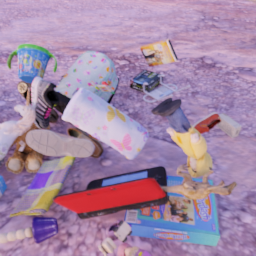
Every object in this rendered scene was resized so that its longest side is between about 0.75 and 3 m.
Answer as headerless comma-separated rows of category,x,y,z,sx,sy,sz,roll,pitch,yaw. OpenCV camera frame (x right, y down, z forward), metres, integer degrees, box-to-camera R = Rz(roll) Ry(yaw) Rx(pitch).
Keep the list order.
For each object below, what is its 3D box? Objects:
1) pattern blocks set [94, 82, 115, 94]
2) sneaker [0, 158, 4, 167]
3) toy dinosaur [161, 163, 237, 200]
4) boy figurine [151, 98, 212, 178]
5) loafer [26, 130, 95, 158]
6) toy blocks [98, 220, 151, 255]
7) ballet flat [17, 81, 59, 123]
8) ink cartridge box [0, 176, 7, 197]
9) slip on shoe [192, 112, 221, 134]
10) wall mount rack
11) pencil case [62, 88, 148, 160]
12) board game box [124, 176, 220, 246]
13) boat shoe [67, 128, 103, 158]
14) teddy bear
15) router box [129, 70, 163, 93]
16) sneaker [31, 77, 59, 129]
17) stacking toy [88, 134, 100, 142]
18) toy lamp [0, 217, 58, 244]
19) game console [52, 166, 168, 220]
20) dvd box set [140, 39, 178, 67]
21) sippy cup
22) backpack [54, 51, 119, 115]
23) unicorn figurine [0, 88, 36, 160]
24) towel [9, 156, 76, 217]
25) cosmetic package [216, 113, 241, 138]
pattern blocks set,-0.745,-1.244,8.833,0.690,0.785,0.064,2,72,36
sneaker,-5.592,1.449,9.416,1.074,0.979,2.619,18,31,38
toy dinosaur,1.533,1.494,6.995,2.326,1.176,0.677,-2,48,15
boy figurine,1.491,0.308,7.396,0.745,2.313,1.438,-36,21,-12
loafer,-2.011,0.505,8.476,2.037,0.732,0.640,10,0,1
toy blocks,-0.429,3.318,6.460,1.725,1.846,1.554,-45,14,-32
ballet flat,-3.837,-1.082,11.796,2.285,0.770,0.530,49,16,-3
ink cartridge box,-4.638,2.230,8.512,1.015,0.593,1.749,5,39,7
slip on shoe,2.812,-0.018,10.397,1.432,0.530,0.438,-36,43,6
wall mount rack,1.807,-1.828,13.471,2.154,0.803,1.872,-30,47,-31
pencil case,-0.681,-0.075,8.545,2.659,1.206,1.105,32,39,-14
board game box,1.269,2.332,8.380,2.600,0.585,1.978,5,39,7
boat shoe,-1.673,0.533,10.413,1.739,0.658,0.642,32,4,32
teddy bear,-3.668,0.683,10.443,1.837,0.846,2.534,-18,49,-11
router box,0.949,-2.402,14.457,1.138,0.472,1.519,22,43,26
sneaker,-2.735,-0.748,9.417,0.826,1.889,0.697,11,28,10
stacking toy,-1.286,0.121,10.928,0.577,0.790,0.577,8,13,-2
toy lamp,-3.171,2.914,7.519,2.507,0.730,0.730,-11,40,-11
game console,-0.342,1.486,7.645,2.586,1.535,2.228,-13,26,13
dvd box set,1.306,-3.154,11.925,1.394,1.020,0.205,-2,45,36
sippy cup,-3.904,-2.534,11.418,1.748,1.373,1.281,-4,77,33
backpack,-1.611,-1.650,11.528,2.402,1.822,2.878,32,77,13
unicorn figurine,-3.958,0.180,8.880,1.842,0.990,2.681,-1,61,26
towel,-2.538,1.718,8.571,1.646,0.261,2.291,-17,33,35
cosmetic package,4.104,-0.107,11.519,0.366,0.542,1.030,-16,43,-22
